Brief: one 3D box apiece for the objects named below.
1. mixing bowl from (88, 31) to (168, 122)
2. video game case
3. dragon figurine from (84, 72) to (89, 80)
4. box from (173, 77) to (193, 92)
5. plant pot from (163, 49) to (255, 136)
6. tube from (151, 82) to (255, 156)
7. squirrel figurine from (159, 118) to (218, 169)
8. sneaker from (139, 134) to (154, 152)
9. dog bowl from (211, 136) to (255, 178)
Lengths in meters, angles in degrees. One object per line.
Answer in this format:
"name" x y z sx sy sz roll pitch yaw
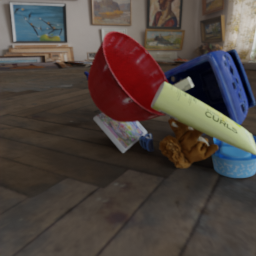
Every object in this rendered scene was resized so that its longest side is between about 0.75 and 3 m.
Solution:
"mixing bowl" -0.132 -1.196 8.152 1.499 2.767 2.767 -35 -3 33
"video game case" -0.199 -0.060 9.659 1.455 0.183 2.032 49 28 4
"dragon figurine" -0.745 -1.413 11.577 0.865 2.938 1.460 -27 20 16
"box" 1.334 -1.056 7.671 0.853 0.292 0.351 -26 3 27
"plant pot" 2.745 -1.232 9.494 2.152 2.394 2.394 -29 9 -39
"tube" 1.929 -0.205 6.824 2.778 0.806 0.721 27 -18 -4
"squirrel figurine" 1.467 0.339 7.639 1.397 1.303 0.988 -40 10 12
"sneaker" 0.588 0.500 9.152 0.473 0.425 1.150 -4 12 2
"dog bowl" 3.046 0.738 7.988 1.275 0.567 2.288 2 17 21
